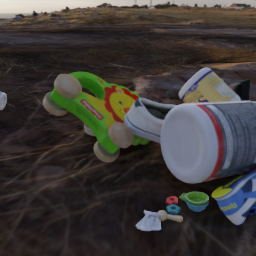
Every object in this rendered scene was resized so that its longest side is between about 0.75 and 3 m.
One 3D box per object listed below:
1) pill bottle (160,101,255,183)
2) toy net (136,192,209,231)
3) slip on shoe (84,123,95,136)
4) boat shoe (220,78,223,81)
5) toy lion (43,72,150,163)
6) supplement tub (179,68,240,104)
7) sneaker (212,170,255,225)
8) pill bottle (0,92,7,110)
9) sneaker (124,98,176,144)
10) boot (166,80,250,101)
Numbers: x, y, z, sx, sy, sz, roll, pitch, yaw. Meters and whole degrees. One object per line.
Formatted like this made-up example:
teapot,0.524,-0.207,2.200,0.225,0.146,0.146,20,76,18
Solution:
pill bottle,2.320,0.228,6.338,2.859,1.656,1.656,-5,24,-28
toy net,0.766,1.487,5.274,1.480,0.286,0.777,-11,19,-24
slip on shoe,-0.286,-0.646,9.270,1.115,0.889,2.934,20,32,37
boat shoe,3.336,-1.591,10.934,0.321,0.893,0.302,23,21,-46
toy lion,-0.465,-0.519,7.692,2.779,0.954,2.664,42,35,-1
supplement tub,2.533,-0.809,8.447,1.737,1.263,1.263,48,42,11
sneaker,2.378,1.258,5.455,1.739,0.643,0.715,-19,76,-31
pill bottle,-4.754,-1.025,9.461,1.094,0.608,0.608,16,25,-4
sneaker,1.262,-0.025,7.159,2.678,0.948,0.978,14,44,-14
boot,3.056,-1.346,10.508,2.518,1.001,2.892,8,10,35
